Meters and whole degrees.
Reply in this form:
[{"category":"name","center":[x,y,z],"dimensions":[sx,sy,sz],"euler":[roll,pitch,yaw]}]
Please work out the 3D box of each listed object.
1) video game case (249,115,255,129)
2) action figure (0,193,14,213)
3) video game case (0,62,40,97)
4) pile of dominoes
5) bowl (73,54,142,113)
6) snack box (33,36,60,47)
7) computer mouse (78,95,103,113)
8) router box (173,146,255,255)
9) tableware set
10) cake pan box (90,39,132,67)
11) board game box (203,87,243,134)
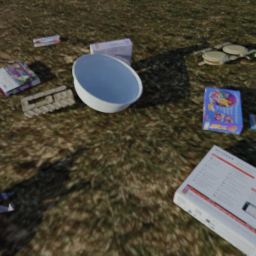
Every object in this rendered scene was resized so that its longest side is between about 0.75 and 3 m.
[{"category":"video game case","center":[5.500,-0.188,11.333],"dimensions":[1.061,0.094,0.759],"euler":[8,48,7]},{"category":"action figure","center":[-4.603,2.737,8.142],"dimensions":[2.552,1.380,2.638],"euler":[-30,76,-16]},{"category":"video game case","center":[-5.311,-2.344,13.165],"dimensions":[1.639,0.324,1.809],"euler":[-31,55,-26]},{"category":"pile of dominoes","center":[-3.398,-1.034,11.973],"dimensions":[2.167,0.345,1.689],"euler":[-20,40,-11]},{"category":"bowl","center":[-0.992,-1.623,11.555],"dimensions":[2.917,1.311,2.917],"euler":[15,47,-16]},{"category":"snack box","center":[-4.506,-4.813,15.558],"dimensions":[1.408,0.171,0.506],"euler":[-14,49,-13]},{"category":"computer mouse","center":[-1.563,-1.162,12.114],"dimensions":[1.624,0.276,0.476],"euler":[33,54,26]},{"category":"router box","center":[3.254,2.134,8.781],"dimensions":[2.732,0.667,2.452],"euler":[33,55,27]},{"category":"tableware set","center":[4.934,-3.626,14.243],"dimensions":[2.726,0.546,1.802],"euler":[-22,39,-27]},{"category":"cake pan box","center":[-0.732,-3.145,12.883],"dimensions":[1.910,1.759,0.500],"euler":[-13,59,-10]},{"category":"board game box","center":[3.883,-0.759,11.593],"dimensions":[1.432,0.477,2.131],"euler":[9,48,8]}]
